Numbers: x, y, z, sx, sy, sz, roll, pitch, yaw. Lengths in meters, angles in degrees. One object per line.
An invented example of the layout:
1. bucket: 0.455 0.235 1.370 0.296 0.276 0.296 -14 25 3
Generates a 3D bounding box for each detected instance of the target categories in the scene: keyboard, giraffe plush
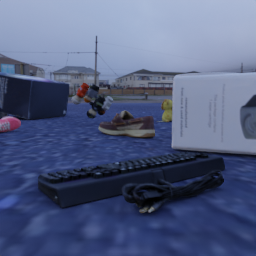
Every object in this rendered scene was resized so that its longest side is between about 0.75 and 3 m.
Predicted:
1. keyboard: 0.217 0.423 2.615 1.914 0.197 1.216 -5 8 -35
2. giraffe plush: 1.420 -0.608 9.576 0.940 0.762 0.811 -3 7 -27

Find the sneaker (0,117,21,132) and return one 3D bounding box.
1. sneaker: -2.952 -0.009 6.387 0.976 0.360 0.423 -8 21 -25

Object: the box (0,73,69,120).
1. box: -4.135 -1.348 11.420 2.473 1.536 2.493 13 10 18

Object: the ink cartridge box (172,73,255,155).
1. ink cartridge box: 2.258 -0.253 4.367 2.712 1.161 2.002 1 6 26

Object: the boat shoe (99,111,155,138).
1. boat shoe: -0.053 -0.111 5.987 1.466 0.528 0.529 6 8 44

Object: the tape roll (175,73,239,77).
1. tape roll: 3.056 -1.218 10.915 2.461 1.690 2.461 0 6 0

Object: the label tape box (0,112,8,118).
1. label tape box: -5.305 -0.531 11.077 0.645 0.298 0.900 2 5 8

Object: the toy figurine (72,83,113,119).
1. toy figurine: -1.078 -0.817 8.553 1.034 0.719 1.018 39 16 11
